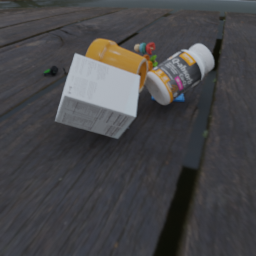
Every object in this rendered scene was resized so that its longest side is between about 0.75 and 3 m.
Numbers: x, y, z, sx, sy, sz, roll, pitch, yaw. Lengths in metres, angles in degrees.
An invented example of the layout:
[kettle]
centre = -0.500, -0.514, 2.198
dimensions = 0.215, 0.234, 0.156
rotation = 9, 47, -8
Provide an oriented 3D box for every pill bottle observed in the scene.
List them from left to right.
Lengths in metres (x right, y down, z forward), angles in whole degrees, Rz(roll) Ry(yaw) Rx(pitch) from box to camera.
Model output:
[pill bottle]
centre = 2.005, -2.121, 10.950
dimensions = 2.521, 1.467, 1.467
rotation = -35, 40, -10

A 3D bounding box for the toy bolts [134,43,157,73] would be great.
[toy bolts]
centre = 0.618, -2.815, 11.247
dimensions = 0.782, 1.128, 1.077
rotation = 10, 46, 24

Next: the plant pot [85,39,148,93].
[plant pot]
centre = -0.337, -2.033, 9.995
dimensions = 1.807, 1.974, 1.974
rotation = 15, 34, 18

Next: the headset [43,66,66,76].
[headset]
centre = -3.864, -2.925, 14.700
dimensions = 1.149, 0.540, 0.710
rotation = -16, 28, 3

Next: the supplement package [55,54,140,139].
[supplement package]
centre = -0.927, -0.887, 8.554
dimensions = 2.065, 1.556, 1.567
rotation = 16, 58, -16

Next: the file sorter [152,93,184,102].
[file sorter]
centre = 1.752, -1.742, 12.191
dimensions = 1.380, 0.846, 0.957
rotation = 4, 32, 5
